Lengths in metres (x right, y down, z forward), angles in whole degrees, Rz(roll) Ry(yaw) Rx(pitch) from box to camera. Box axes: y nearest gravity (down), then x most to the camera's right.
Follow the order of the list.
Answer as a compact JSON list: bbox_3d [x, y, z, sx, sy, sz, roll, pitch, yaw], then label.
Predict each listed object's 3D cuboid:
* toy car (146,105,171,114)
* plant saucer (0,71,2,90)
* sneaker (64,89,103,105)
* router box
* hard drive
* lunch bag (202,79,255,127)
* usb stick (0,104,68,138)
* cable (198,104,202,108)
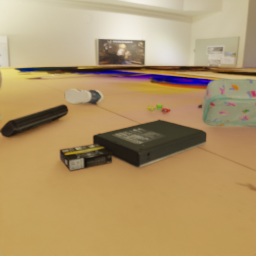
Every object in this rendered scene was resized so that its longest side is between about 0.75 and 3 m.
[{"bbox_3d":[1.320,-0.804,11.979,1.013,0.226,0.953,7,17,9],"label":"toy car"},{"bbox_3d":[-4.681,-1.107,8.801,0.623,2.460,2.460,21,14,-8],"label":"plant saucer"},{"bbox_3d":[-2.124,-1.551,14.028,1.833,0.738,1.342,6,7,37],"label":"sneaker"},{"bbox_3d":[-1.024,0.676,6.694,1.042,0.272,0.819,-8,18,-27],"label":"router box"},{"bbox_3d":[0.634,0.308,7.693,2.634,0.433,1.838,-13,21,-39],"label":"hard drive"},{"bbox_3d":[3.653,-0.710,9.155,2.327,1.867,0.897,3,60,5],"label":"lunch bag"},{"bbox_3d":[-3.059,-0.293,9.530,0.786,0.462,2.835,-25,4,27],"label":"usb stick"},{"bbox_3d":[3.724,-1.177,13.186,1.311,0.330,0.637,-8,18,-27],"label":"cable"}]
